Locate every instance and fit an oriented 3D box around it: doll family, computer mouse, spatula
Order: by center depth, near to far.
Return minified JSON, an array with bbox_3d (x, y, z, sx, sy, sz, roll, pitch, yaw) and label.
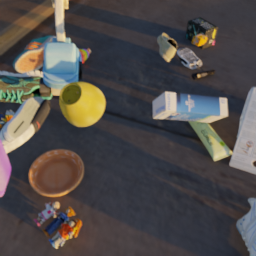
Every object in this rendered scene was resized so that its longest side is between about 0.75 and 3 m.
[{"bbox_3d":[-1.959,0.126,5.296,0.297,0.817,2.890,-3,29,9],"label":"spatula"},{"bbox_3d":[-1.908,2.763,8.019,0.988,0.717,1.592,-40,41,-22],"label":"doll family"},{"bbox_3d":[-4.781,-0.285,10.708,1.221,0.550,0.758,-12,49,-10],"label":"doll family"},{"bbox_3d":[3.068,-3.042,13.285,1.131,0.452,2.062,-24,58,-14],"label":"computer mouse"}]

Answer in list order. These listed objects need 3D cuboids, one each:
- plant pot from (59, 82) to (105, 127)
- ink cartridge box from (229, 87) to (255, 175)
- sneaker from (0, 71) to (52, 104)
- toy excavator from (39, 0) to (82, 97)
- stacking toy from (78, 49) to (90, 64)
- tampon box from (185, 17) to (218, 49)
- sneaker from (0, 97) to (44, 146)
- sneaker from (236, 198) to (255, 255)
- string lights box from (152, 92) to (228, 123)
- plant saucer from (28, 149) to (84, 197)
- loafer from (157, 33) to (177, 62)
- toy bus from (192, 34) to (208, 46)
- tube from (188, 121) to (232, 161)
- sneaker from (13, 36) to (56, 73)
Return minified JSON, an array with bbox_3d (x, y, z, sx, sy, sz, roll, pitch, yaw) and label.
[{"bbox_3d":[-1.259,-0.692,6.999,1.161,0.824,1.161,-4,72,14],"label":"plant pot"},{"bbox_3d":[5.072,0.276,9.734,2.413,0.847,2.969,18,89,16],"label":"ink cartridge box"},{"bbox_3d":[-3.720,-1.250,9.399,2.644,1.026,1.206,-20,51,-38],"label":"sneaker"},{"bbox_3d":[-1.983,-2.460,8.341,1.255,2.512,2.442,1,54,-9],"label":"toy excavator"},{"bbox_3d":[-2.233,-3.537,13.623,0.778,0.823,1.417,17,36,21],"label":"stacking toy"},{"bbox_3d":[3.802,-4.941,14.567,0.852,1.011,1.349,-25,53,-21],"label":"tampon box"},{"bbox_3d":[-2.614,-0.205,6.916,0.601,0.620,1.698,-24,22,31],"label":"sneaker"},{"bbox_3d":[3.495,3.060,7.641,1.126,0.974,2.598,-2,46,39],"label":"sneaker"},{"bbox_3d":[1.598,-0.501,7.336,1.727,0.887,0.509,4,78,-16],"label":"string lights box"},{"bbox_3d":[-2.348,1.504,9.257,1.783,0.334,1.783,0,49,0],"label":"plant saucer"},{"bbox_3d":[1.025,-2.089,7.109,0.399,0.442,1.167,-35,34,28],"label":"loafer"},{"bbox_3d":[2.615,-3.191,10.150,0.354,0.294,0.904,27,34,16],"label":"toy bus"},{"bbox_3d":[2.923,0.270,10.262,0.609,0.545,2.101,-41,52,19],"label":"tube"},{"bbox_3d":[-4.505,-3.553,13.454,1.117,0.998,2.797,19,50,32],"label":"sneaker"}]
